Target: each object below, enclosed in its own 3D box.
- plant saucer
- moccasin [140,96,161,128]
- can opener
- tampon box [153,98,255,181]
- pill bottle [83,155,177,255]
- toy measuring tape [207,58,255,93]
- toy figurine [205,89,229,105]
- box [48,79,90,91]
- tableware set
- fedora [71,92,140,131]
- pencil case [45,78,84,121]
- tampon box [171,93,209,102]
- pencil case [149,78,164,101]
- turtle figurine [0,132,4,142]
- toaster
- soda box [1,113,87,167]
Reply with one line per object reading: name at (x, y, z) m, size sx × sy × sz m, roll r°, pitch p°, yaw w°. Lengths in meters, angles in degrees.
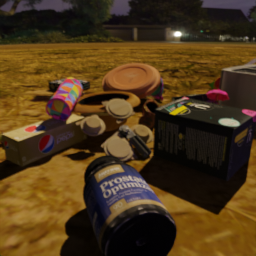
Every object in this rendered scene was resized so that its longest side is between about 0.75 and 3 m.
plant saucer at (0.115, -2.249, 13.014) m, size 2.733 × 0.441 × 2.733 m, roll -6°, pitch 43°, yaw 6°
moccasin at (0.883, -0.723, 10.672) m, size 0.743 × 0.784 × 2.031 m, roll 29°, pitch 25°, yaw 3°
can opener at (0.161, 0.421, 8.221) m, size 0.330 × 0.413 × 1.236 m, roll -22°, pitch 61°, yaw -40°
tampon box at (2.068, 0.171, 7.710) m, size 2.242 × 1.416 × 1.681 m, roll 17°, pitch 27°, yaw 37°
pill bottle at (-0.142, 1.345, 4.986) m, size 1.196 × 1.196 × 2.138 m, roll -7°, pitch 22°, yaw -19°
toy measuring tape at (5.112, -2.238, 13.284) m, size 2.989 × 1.100 × 1.100 m, roll -31°, pitch 6°, yaw 29°
toy figurine at (2.896, -0.546, 9.105) m, size 1.524 × 1.403 × 1.144 m, roll -26°, pitch -22°, yaw 1°
box at (-3.290, -2.375, 15.667) m, size 1.833 × 0.422 × 1.457 m, roll 13°, pitch 25°, yaw 31°
tableware set at (-0.301, 0.033, 8.438) m, size 1.901 × 0.264 × 2.276 m, roll -27°, pitch 62°, yaw -33°
fedora at (-0.852, -0.565, 10.101) m, size 2.625 × 1.071 × 2.625 m, roll -4°, pitch 22°, yaw 1°
pencil case at (-2.009, -0.942, 9.045) m, size 0.856 × 0.856 × 1.938 m, roll 2°, pitch 28°, yaw 4°
tampon box at (2.266, -0.724, 10.228) m, size 0.798 × 0.947 × 1.264 m, roll -10°, pitch 6°, yaw -20°
pencil case at (0.408, -1.909, 13.527) m, size 2.586 × 1.100 × 1.195 m, roll 1°, pitch 64°, yaw 2°
turtle figurine at (-3.897, 0.340, 8.711) m, size 0.941 × 0.376 × 1.167 m, roll -15°, pitch 26°, yaw -33°
toaster at (5.395, -1.533, 11.622) m, size 2.700 × 1.772 × 2.986 m, roll -14°, pitch 25°, yaw -34°
soda box at (-2.379, 0.258, 8.365) m, size 0.828 × 0.783 × 2.445 m, roll 15°, pitch 26°, yaw 35°
